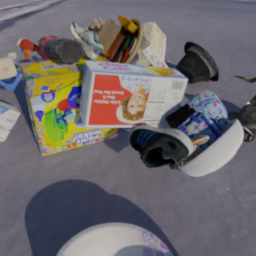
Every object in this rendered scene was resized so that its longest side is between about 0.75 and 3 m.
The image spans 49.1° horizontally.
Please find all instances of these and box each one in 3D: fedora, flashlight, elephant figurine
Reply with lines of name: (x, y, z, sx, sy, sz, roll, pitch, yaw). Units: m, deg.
fedora: (3.252, -2.947, 13.849, 1.226, 2.684, 2.684, -39, 38, 2)
flashlight: (-2.254, -2.573, 9.300, 0.973, 0.976, 2.873, -47, 34, -11)
elephant figurine: (4.641, -0.331, 9.732, 2.455, 1.905, 1.737, 18, 43, 19)

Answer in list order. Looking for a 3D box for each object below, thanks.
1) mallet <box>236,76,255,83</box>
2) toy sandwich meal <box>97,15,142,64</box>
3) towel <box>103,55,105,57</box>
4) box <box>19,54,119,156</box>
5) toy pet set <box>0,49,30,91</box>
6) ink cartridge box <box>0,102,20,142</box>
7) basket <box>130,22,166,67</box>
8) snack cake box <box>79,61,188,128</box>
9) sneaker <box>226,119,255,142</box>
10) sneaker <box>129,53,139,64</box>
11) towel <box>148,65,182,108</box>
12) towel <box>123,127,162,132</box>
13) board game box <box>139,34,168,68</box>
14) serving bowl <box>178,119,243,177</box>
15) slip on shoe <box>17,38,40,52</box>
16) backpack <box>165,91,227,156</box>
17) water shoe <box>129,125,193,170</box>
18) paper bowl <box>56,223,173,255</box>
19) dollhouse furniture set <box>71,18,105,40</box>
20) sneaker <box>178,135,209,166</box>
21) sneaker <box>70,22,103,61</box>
mallet: (6.117, -2.558, 14.611, 1.095, 0.225, 0.361, 21, 41, 38)
toy sandwich meal: (-0.378, -2.901, 9.438, 0.730, 2.132, 2.132, 22, 18, -35)
towel: (-0.790, -3.046, 13.380, 1.209, 2.340, 2.825, 15, 35, 15)
box: (-1.918, -0.875, 9.550, 2.781, 2.679, 1.697, -15, 35, -21)
toy pet set: (-3.594, -1.723, 8.389, 1.621, 0.861, 1.514, -21, 30, -24)
ink cartridge box: (-4.275, -0.223, 9.216, 0.854, 1.181, 0.498, 24, 12, -49)
basket: (0.764, -3.612, 13.090, 1.514, 1.378, 2.234, -2, 69, 30)
snack cake box: (0.128, -0.954, 8.506, 2.971, 1.708, 0.998, 0, 32, -22)
sneaker: (3.991, 0.030, 10.176, 0.571, 0.533, 1.441, -15, 35, -30)
sneaker: (-0.428, -2.869, 10.831, 1.846, 1.052, 0.669, -31, 28, -34)
towel: (1.022, -1.204, 10.537, 1.249, 2.238, 0.543, -34, 0, -22)
towel: (0.613, 0.077, 10.016, 1.551, 0.185, 1.139, 24, 30, 21)
board game box: (1.076, -2.264, 9.916, 0.368, 2.153, 1.447, -37, 34, 12)
serving bowl: (2.476, 0.706, 8.023, 0.707, 2.148, 2.148, 49, 47, 6)
slip on shoe: (-3.148, -2.602, 8.883, 0.281, 0.340, 0.919, 28, 11, 17)
backpack: (2.254, -0.166, 8.392, 1.707, 1.559, 1.149, -39, 31, 2)
water shoe: (0.586, 0.536, 7.697, 1.020, 0.924, 2.584, -44, 18, -25)
paper bowl: (-0.239, 2.926, 4.929, 2.269, 1.180, 2.269, -1, 32, 0)
dollhouse furniture set: (-1.270, -3.592, 11.028, 1.241, 0.879, 1.350, -28, 11, 31)
sneaker: (1.705, 0.597, 7.563, 0.456, 1.182, 0.463, 53, 29, 1)
sneaker: (-1.318, -2.913, 9.118, 0.647, 0.581, 1.498, -37, 78, 8)
